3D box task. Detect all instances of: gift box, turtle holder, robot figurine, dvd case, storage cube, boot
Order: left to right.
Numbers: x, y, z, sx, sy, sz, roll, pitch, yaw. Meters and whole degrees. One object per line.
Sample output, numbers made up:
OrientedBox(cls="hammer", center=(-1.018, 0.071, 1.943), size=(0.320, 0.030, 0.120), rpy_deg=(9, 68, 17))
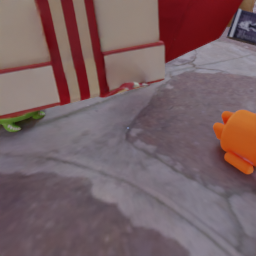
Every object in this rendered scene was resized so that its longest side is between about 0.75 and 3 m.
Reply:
OrientedBox(cls="turtle holder", center=(-3.520, -0.921, 7.753), size=(2.226, 1.580, 1.691), rpy_deg=(-15, 36, -23))
OrientedBox(cls="gift box", center=(-0.897, -1.169, 2.748), size=(2.096, 2.121, 2.271), rpy_deg=(-14, 29, -17))
OrientedBox(cls="storage cube", center=(0.891, -2.361, 4.523), size=(1.870, 1.681, 1.598), rpy_deg=(-30, 70, -30))
OrientedBox(cls="boot", center=(2.212, -3.182, 8.287), size=(2.572, 2.253, 0.851), rpy_deg=(5, 33, -1))
OrientedBox(cls="dvd case", center=(3.109, -2.401, 6.833), size=(1.191, 0.095, 0.886), rpy_deg=(20, 73, 10))
OrientedBox(cls="robot figurine", center=(2.897, 0.260, 6.319), size=(1.362, 1.104, 1.894), rpy_deg=(-20, 37, -36))
